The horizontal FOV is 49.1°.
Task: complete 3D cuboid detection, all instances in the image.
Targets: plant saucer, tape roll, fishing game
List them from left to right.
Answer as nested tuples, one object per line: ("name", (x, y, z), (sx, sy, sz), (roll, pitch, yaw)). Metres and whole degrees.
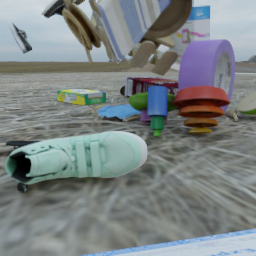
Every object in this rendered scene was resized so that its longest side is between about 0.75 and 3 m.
("fishing game", (-0.208, -0.466, 8.711), (1.484, 0.322, 2.073), (-15, 21, -29))
("plant saucer", (1.095, -3.623, 8.644), (1.833, 1.833, 0.270), (-5, 52, -19))
("tape roll", (2.569, -1.592, 8.959), (0.996, 2.345, 2.345), (11, 17, 36))

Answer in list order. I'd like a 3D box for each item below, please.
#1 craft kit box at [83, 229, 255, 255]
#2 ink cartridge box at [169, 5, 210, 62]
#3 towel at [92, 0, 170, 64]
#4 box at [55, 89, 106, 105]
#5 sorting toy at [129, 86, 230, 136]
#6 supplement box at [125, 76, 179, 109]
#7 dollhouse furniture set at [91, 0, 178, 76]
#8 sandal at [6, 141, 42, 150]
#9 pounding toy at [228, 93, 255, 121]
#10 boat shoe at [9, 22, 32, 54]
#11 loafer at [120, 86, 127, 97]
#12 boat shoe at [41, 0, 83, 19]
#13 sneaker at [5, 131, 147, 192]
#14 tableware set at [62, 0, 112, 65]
("craft kit box", (0.234, 0.705, 0.552), (2.699, 0.655, 2.666), (-3, -18, -13))
("ink cartridge box", (2.216, -3.420, 10.290), (0.815, 1.926, 1.392), (-19, 26, -27))
("towel", (0.173, -2.982, 6.922), (0.289, 2.425, 1.781), (33, -13, 27))
("box", (-2.090, -1.369, 12.071), (2.104, 0.509, 1.235), (10, 16, 41))
("sorting toy", (1.074, -0.314, 6.929), (2.716, 1.115, 1.632), (-3, -8, 45))
("supplement box", (1.297, -1.487, 11.320), (1.567, 0.877, 2.879), (-9, 21, -35))
("dollhouse furniture set", (0.415, -3.605, 9.340), (2.845, 1.890, 2.493), (13, 52, -24))
("sandal", (-1.972, 0.364, 5.491), (0.310, 0.197, 0.825), (11, 4, 40))
("pounding toy", (3.754, -0.520, 8.450), (1.228, 0.570, 0.948), (-33, 18, 15))
("boat shoe", (-3.448, -2.945, 9.009), (0.390, 1.141, 0.421), (-28, -13, -16))
("loafer", (0.244, -1.717, 13.272), (1.651, 0.603, 0.589), (9, 16, 33))
("boat shoe", (-2.116, -4.066, 9.293), (0.726, 0.593, 1.966), (-18, 31, 38))
("sneaker", (-0.721, 0.479, 3.795), (1.860, 0.684, 1.097), (-6, 5, 19))
("tableware set", (-1.297, -2.611, 6.054), (0.566, 1.868, 2.826), (-39, -20, -8))
